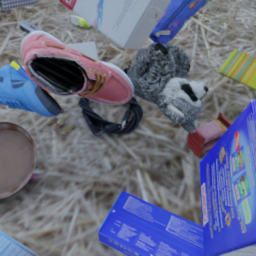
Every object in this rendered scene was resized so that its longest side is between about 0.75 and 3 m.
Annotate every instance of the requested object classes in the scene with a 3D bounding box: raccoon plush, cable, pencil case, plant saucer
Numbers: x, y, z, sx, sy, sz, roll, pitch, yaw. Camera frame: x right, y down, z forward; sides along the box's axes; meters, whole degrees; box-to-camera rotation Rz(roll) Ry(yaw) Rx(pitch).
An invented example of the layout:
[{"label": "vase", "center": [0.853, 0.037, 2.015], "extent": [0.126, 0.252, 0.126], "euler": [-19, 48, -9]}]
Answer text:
[{"label": "raccoon plush", "center": [0.417, -0.461, 4.903], "extent": [1.011, 2.089, 1.400], "euler": [11, 67, -35]}, {"label": "cable", "center": [-0.621, -0.725, 9.285], "extent": [1.920, 0.598, 2.354], "euler": [-18, 48, -16]}, {"label": "pencil case", "center": [1.717, -3.838, 8.965], "extent": [1.132, 2.901, 1.260], "euler": [41, 26, -16]}, {"label": "plant saucer", "center": [-3.334, 0.832, 7.348], "extent": [2.022, 0.348, 2.022], "euler": [0, 75, 2]}]

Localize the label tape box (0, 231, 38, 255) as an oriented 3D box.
[{"label": "label tape box", "center": [-2.279, 3.202, 5.517], "extent": [2.027, 0.670, 1.452], "euler": [23, 51, 18]}]

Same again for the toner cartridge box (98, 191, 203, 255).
[{"label": "toner cartridge box", "center": [0.705, 2.481, 6.266], "extent": [2.520, 0.544, 1.197], "euler": [21, 49, 18]}]

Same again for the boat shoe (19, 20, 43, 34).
[{"label": "boat shoe", "center": [-2.578, -2.563, 7.641], "extent": [0.884, 0.293, 0.309], "euler": [31, 40, -8]}]

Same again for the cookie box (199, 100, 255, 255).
[{"label": "cookie box", "center": [1.965, 0.999, 4.581], "extent": [0.853, 2.271, 1.943], "euler": [8, 59, -4]}]

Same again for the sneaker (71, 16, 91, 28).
[{"label": "sneaker", "center": [-2.219, -5.214, 13.730], "extent": [1.192, 0.452, 0.626], "euler": [29, 39, 19]}]

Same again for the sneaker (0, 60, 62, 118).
[{"label": "sneaker", "center": [-1.609, -0.457, 4.230], "extent": [0.705, 0.593, 1.799], "euler": [-44, 45, -11]}]

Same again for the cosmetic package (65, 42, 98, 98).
[{"label": "cosmetic package", "center": [-1.154, -1.349, 7.012], "extent": [0.851, 1.184, 2.097], "euler": [-8, 5, -7]}]

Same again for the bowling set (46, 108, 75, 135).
[{"label": "bowling set", "center": [-2.230, -0.273, 8.826], "extent": [0.988, 0.688, 0.531], "euler": [21, 51, 24]}]

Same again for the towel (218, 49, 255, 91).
[{"label": "towel", "center": [3.777, -1.354, 7.797], "extent": [2.343, 0.212, 1.008], "euler": [33, 72, 20]}]

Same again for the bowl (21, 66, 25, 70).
[{"label": "bowl", "center": [-3.996, -1.883, 10.505], "extent": [0.931, 0.419, 0.931], "euler": [0, 47, 0]}]

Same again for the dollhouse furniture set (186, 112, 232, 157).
[{"label": "dollhouse furniture set", "center": [2.738, 0.653, 7.783], "extent": [1.142, 0.863, 2.122], "euler": [-22, 50, -20]}]

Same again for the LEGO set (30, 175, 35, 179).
[{"label": "LEGO set", "center": [-3.183, 1.104, 7.614], "extent": [1.203, 0.494, 0.459], "euler": [-4, 46, -4]}]

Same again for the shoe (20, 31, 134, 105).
[{"label": "shoe", "center": [-0.606, -0.660, 3.995], "extent": [1.878, 0.671, 0.854], "euler": [24, 22, -33]}]

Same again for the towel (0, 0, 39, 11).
[{"label": "towel", "center": [-2.862, -3.808, 7.303], "extent": [0.647, 1.252, 1.512], "euler": [42, 45, 6]}]

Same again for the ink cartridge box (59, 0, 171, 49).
[{"label": "ink cartridge box", "center": [-0.299, -3.493, 7.744], "extent": [2.294, 1.659, 1.667], "euler": [38, 24, 7]}]

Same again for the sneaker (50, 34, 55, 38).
[{"label": "sneaker", "center": [-3.481, -3.502, 11.821], "extent": [0.705, 0.756, 1.908], "euler": [2, 45, 4]}]
